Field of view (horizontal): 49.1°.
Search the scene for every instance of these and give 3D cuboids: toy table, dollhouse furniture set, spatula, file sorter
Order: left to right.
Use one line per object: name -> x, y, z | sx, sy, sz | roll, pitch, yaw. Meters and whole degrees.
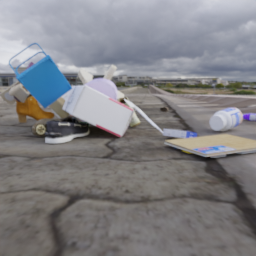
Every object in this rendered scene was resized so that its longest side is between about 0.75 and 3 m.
dollhouse furniture set -> -3.838, -0.760, 11.358 | 1.898, 2.674, 2.119 | -30, 34, 18
file sorter -> -3.005, -1.792, 9.596 | 1.090, 1.233, 1.777 | 49, -7, 29
toy table -> -1.353, -1.536, 12.481 | 2.565, 2.357, 1.502 | -33, 30, 35
spatula -> 0.541, -0.391, 9.611 | 1.585, 0.127, 1.102 | 48, 7, 32

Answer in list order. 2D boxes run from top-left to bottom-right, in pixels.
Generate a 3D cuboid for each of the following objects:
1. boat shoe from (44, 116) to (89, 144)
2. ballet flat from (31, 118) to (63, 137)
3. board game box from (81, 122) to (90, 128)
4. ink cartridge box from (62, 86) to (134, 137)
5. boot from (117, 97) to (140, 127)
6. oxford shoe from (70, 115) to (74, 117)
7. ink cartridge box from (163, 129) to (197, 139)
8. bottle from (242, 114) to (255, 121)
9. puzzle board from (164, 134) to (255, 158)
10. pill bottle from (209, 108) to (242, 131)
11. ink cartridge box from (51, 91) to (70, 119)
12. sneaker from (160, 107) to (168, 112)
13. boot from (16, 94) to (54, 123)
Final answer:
boat shoe -> -1.992, -0.036, 9.393 | 0.880, 0.719, 2.383 | 3, 9, 20
ballet flat -> -2.611, -0.048, 9.854 | 0.405, 0.588, 1.745 | 11, 12, 30
board game box -> -2.627, -0.063, 11.208 | 2.090, 0.245, 1.095 | 0, 7, -4
ink cartridge box -> -1.199, -0.673, 10.240 | 1.918, 1.084, 2.618 | 25, -1, -21
boot -> -0.102, -0.778, 11.931 | 0.558, 1.196, 1.547 | -31, 24, -7
oxford shoe -> -2.635, -0.898, 15.428 | 0.540, 0.563, 1.525 | 8, 12, 29
ink cartridge box -> 1.633, 0.208, 8.927 | 0.485, 0.228, 1.032 | 10, -1, -34
bottle -> 6.018, -0.521, 13.764 | 0.831, 0.347, 0.271 | 4, 10, 30
puzzle board -> 2.466, 0.490, 7.728 | 2.358, 0.205, 1.777 | -5, 10, -25
pill bottle -> 3.667, -0.296, 10.572 | 1.374, 0.770, 0.770 | -15, 17, -42
ink cartridge box -> -3.118, -1.229, 13.527 | 1.154, 0.663, 1.590 | -44, -7, -19
sneaker -> 2.447, -1.223, 18.377 | 0.339, 0.316, 0.898 | -1, 9, -25
boot -> -3.744, -0.832, 11.428 | 1.581, 1.132, 0.556 | -11, 33, -35
